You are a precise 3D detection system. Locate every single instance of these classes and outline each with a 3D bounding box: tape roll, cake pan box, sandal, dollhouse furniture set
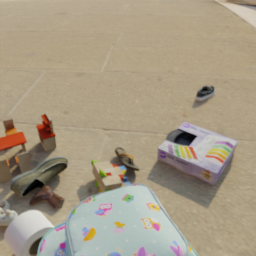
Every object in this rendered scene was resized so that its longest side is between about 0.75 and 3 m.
[{"bbox_3d":[-2.323,2.617,6.735,1.029,1.029,0.706,-30,45,-35],"label":"tape roll"},{"bbox_3d":[2.383,0.764,9.770,2.225,0.582,2.049,23,39,29],"label":"cake pan box"},{"bbox_3d":[-0.024,0.982,9.441,0.559,0.373,1.368,19,19,-31],"label":"sandal"},{"bbox_3d":[-3.781,0.383,9.732,2.325,1.211,2.350,-18,39,-24],"label":"dollhouse furniture set"}]

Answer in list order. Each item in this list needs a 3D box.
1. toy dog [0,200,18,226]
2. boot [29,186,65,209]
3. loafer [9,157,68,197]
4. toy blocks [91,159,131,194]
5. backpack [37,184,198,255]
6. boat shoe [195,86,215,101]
[{"bbox_3d":[-3.883,2.337,7.315,1.683,0.811,1.110,-23,41,-29],"label":"toy dog"},{"bbox_3d":[-2.332,2.149,8.103,0.816,0.262,0.761,32,59,24],"label":"boot"},{"bbox_3d":[-2.636,1.553,8.646,1.878,0.706,0.654,-29,53,-26],"label":"loafer"},{"bbox_3d":[-0.468,1.505,8.725,0.998,0.729,1.460,-4,32,-26],"label":"toy blocks"},{"bbox_3d":[-0.288,2.704,5.536,2.978,2.283,2.618,-20,35,-13],"label":"backpack"},{"bbox_3d":[3.749,-1.761,13.373,0.523,0.515,1.451,26,43,32],"label":"boat shoe"}]
